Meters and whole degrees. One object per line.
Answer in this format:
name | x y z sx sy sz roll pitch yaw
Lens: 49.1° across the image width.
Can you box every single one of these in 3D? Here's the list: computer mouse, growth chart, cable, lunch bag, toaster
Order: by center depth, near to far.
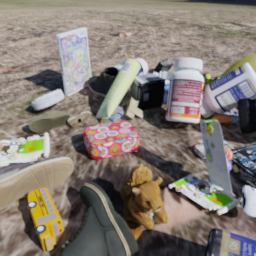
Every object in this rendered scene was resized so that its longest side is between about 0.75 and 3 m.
computer mouse | 3.159 1.667 7.094 0.705 0.282 1.287 21 41 4
growth chart | 2.144 1.796 7.758 1.721 0.153 1.245 25 31 38
growth chart | -3.877 0.778 9.579 2.467 0.219 1.785 -11 31 -20
lunch bag | -0.648 0.310 9.815 1.824 0.747 1.606 -11 32 -19
cable | -3.502 -1.197 12.185 1.439 0.498 1.439 -12 19 38
toaster | 0.838 -1.616 12.404 1.399 1.547 0.918 -15 38 -23

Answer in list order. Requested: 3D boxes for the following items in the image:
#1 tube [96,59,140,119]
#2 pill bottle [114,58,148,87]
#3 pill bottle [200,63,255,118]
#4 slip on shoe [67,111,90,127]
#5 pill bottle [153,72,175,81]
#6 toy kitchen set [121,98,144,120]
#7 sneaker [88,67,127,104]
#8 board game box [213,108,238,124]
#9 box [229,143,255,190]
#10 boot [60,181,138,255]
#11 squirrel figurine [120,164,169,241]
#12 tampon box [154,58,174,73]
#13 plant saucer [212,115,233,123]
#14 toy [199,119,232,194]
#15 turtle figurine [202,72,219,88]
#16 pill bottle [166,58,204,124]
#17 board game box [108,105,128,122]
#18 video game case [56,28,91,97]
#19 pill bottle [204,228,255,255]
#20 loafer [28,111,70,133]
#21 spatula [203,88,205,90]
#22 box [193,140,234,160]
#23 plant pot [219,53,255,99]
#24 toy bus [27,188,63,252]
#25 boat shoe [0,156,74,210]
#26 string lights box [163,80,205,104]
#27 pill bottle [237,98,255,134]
tube | -0.427 -1.578 11.727 0.731 0.817 2.818 27 76 10
pill bottle | 0.086 -2.939 14.932 1.274 1.274 2.201 17 34 27
pill bottle | 3.915 -1.372 11.101 2.405 1.336 1.336 -30 16 30
slip on shoe | -1.937 -0.350 11.338 1.038 0.395 0.315 -23 42 -32
pill bottle | 2.000 -2.536 14.691 1.406 0.815 0.815 5 30 9
toy kitchen set | 0.128 -0.643 11.990 0.738 0.816 0.904 30 59 -23
sneaker | -1.110 -2.369 13.514 1.080 1.534 2.888 -33 42 -25
board game box | 4.326 -0.690 11.964 1.123 0.347 1.124 -20 35 -29
box | 4.195 1.102 8.757 1.922 0.442 1.527 -13 33 -22
boot | -1.035 2.262 6.433 1.564 0.876 2.261 -22 36 -25
squirrel figurine | 0.302 1.595 6.522 1.086 1.433 1.535 -17 50 -16
tampon box | 2.102 -3.573 16.462 0.568 0.674 0.900 49 48 10
plant saucer | 3.764 -0.347 11.168 0.779 0.126 0.779 6 -14 1
toy | 2.480 0.682 7.564 0.452 1.916 1.103 -17 8 -10
turtle figurine | 4.185 -2.143 13.933 2.664 0.858 2.148 3 30 3
pill bottle | 2.209 -1.405 10.826 1.303 2.378 1.303 6 2 0
board game box | -0.468 -0.582 11.851 0.892 0.275 0.892 25 38 37
video game case | -2.591 -3.270 13.857 0.262 2.909 2.083 13 32 25
pill bottle | 2.590 2.814 4.771 2.622 1.466 1.466 11 32 19
loafer | -3.127 -0.264 11.003 1.717 0.653 0.579 -13 30 -40
spatula | 3.926 -1.786 13.888 0.747 0.272 2.643 -7 33 -16
box | 2.926 0.729 9.630 1.192 0.207 0.656 -10 30 -16
plant pot | 4.973 -1.932 12.377 1.598 2.251 2.251 -15 25 20
toy bus | -2.040 2.183 6.824 0.627 0.521 1.601 -15 33 -26
boat shoe | -2.994 1.390 7.683 2.981 1.072 0.966 -24 42 -25
string lights box | 2.335 -1.526 13.057 2.322 0.685 1.193 27 38 38
pill bottle | 5.346 -0.545 9.377 2.991 1.673 1.673 -7 24 29
